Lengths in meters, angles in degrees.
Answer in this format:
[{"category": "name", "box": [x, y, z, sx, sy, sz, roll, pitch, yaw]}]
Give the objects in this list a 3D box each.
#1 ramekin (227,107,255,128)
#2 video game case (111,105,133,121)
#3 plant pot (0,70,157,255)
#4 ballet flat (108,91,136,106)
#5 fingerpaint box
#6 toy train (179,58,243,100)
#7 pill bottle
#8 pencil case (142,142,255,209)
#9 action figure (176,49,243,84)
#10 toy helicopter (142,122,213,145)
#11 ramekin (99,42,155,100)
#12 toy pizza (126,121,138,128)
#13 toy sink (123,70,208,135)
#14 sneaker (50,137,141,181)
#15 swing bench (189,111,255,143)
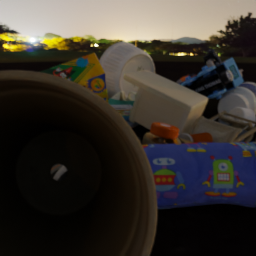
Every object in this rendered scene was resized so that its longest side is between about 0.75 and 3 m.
[{"category": "ramekin", "box": [3.425, -0.228, 8.592, 0.418, 0.857, 0.857, 13, 11, -23]}, {"category": "video game case", "box": [-0.355, -0.584, 10.373, 1.399, 0.174, 1.955, -1, 16, -12]}, {"category": "plant pot", "box": [-1.075, 0.742, 3.627, 2.610, 2.610, 2.265, -1, 1, -3]}, {"category": "ballet flat", "box": [-0.047, -1.181, 12.181, 2.390, 0.841, 0.805, 7, 12, 23]}, {"category": "fingerpaint box", "box": [-1.599, -0.908, 8.330, 1.898, 0.834, 2.275, -22, -23, -11]}, {"category": "toy train", "box": [2.607, -1.436, 10.077, 1.605, 1.217, 2.809, -28, 3, -43]}, {"category": "pill bottle", "box": [4.223, -0.929, 10.516, 1.339, 1.339, 2.414, 11, 20, 33]}, {"category": "pencil case", "box": [1.123, 0.866, 4.973, 2.877, 1.250, 1.123, -1, -17, -8]}, {"category": "action figure", "box": [3.544, -1.589, 11.876, 2.865, 2.962, 1.549, -22, 32, 41]}, {"category": "toy helicopter", "box": [1.661, 0.575, 6.719, 2.672, 1.054, 1.767, 13, 10, 7]}, {"category": "ramekin", "box": [0.018, -2.514, 13.322, 2.906, 2.906, 1.353, -14, 30, -38]}, {"category": "toy pizza", "box": [-0.562, -0.161, 9.771, 1.935, 0.307, 1.935, 1, 16, 0]}, {"category": "toy sink", "box": [1.007, -0.722, 8.959, 2.412, 1.351, 1.572, 30, 28, 22]}, {"category": "sneaker", "box": [-0.647, 0.699, 5.895, 1.014, 0.945, 2.558, 11, 20, 43]}, {"category": "swing bench", "box": [2.628, 0.182, 7.618, 1.400, 0.908, 1.393, -9, 21, -30]}]
